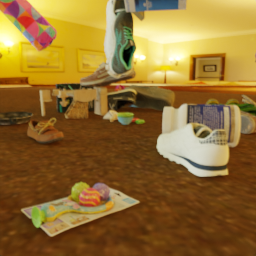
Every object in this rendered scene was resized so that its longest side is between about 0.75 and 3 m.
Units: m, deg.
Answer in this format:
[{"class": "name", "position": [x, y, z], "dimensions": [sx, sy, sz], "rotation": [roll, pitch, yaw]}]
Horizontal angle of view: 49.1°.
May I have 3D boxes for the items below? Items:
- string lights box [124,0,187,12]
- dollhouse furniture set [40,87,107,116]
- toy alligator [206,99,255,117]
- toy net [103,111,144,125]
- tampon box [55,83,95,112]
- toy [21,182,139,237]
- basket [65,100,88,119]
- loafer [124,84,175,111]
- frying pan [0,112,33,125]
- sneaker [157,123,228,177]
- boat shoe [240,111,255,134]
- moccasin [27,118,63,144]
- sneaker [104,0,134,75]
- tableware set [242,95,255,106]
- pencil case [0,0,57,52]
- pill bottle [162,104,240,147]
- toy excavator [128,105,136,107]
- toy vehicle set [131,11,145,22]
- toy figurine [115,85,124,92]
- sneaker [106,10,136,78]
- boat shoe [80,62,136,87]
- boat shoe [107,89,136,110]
[{"class": "string lights box", "position": [0.786, -3.758, 7.874], "dimensions": [1.692, 0.870, 0.499], "rotation": [1, -29, 8]}, {"class": "dollhouse furniture set", "position": [-2.190, -1.047, 12.049], "dimensions": [2.819, 1.248, 1.461], "rotation": [-8, 13, -29]}, {"class": "toy alligator", "position": [4.117, -0.553, 10.705], "dimensions": [2.937, 0.706, 0.974], "rotation": [1, 45, 9]}, {"class": "toy net", "position": [-0.264, -0.477, 11.222], "dimensions": [1.110, 0.408, 2.115], "rotation": [-6, 13, -29]}, {"class": "tampon box", "position": [-2.655, -1.547, 14.090], "dimensions": [1.847, 1.384, 1.166], "rotation": [-3, 12, -15]}, {"class": "toy", "position": [-0.635, 0.992, 3.944], "dimensions": [1.455, 0.343, 0.838], "rotation": [-10, 16, -43]}, {"class": "basket", "position": [-2.261, -0.907, 12.121], "dimensions": [0.941, 0.902, 1.264], "rotation": [-1, 11, -13]}, {"class": "loafer", "position": [1.135, -1.623, 14.527], "dimensions": [2.983, 1.134, 1.006], "rotation": [22, 50, 32]}, {"class": "frying pan", "position": [-4.119, -0.325, 10.479], "dimensions": [2.557, 0.416, 1.547], "rotation": [13, 18, 42]}, {"class": "sneaker", "position": [1.333, 0.307, 6.011], "dimensions": [0.858, 0.904, 2.246], "rotation": [-7, 11, -22]}, {"class": "boat shoe", "position": [3.791, -0.234, 9.479], "dimensions": [0.675, 0.712, 1.881], "rotation": [1, 20, -15]}, {"class": "moccasin", "position": [-2.354, 0.050, 7.921], "dimensions": [0.611, 0.644, 1.670], "rotation": [-8, 14, -35]}, {"class": "sneaker", "position": [-0.259, -3.243, 9.656], "dimensions": [1.063, 2.782, 1.120], "rotation": [-9, 7, -14]}, {"class": "tableware set", "position": [5.048, -0.749, 10.937], "dimensions": [1.428, 0.198, 1.710], "rotation": [44, 18, 20]}, {"class": "pencil case", "position": [-3.359, -3.630, 9.126], "dimensions": [1.026, 2.321, 1.026], "rotation": [-35, 22, 17]}, {"class": "pill bottle", "position": [1.891, -0.080, 7.418], "dimensions": [1.895, 1.096, 1.096], "rotation": [2, 11, 11]}, {"class": "toy excavator", "position": [0.899, -1.430, 15.659], "dimensions": [1.457, 0.749, 1.499], "rotation": [-11, 28, -38]}, {"class": "toy vehicle set", "position": [0.221, -3.943, 8.819], "dimensions": [0.155, 1.169, 0.726], "rotation": [-31, -48, 34]}, {"class": "toy figurine", "position": [-0.520, -1.892, 15.295], "dimensions": [0.916, 1.123, 1.220], "rotation": [-4, -25, 12]}, {"class": "sneaker", "position": [-0.051, -2.612, 8.658], "dimensions": [0.814, 2.099, 0.957], "rotation": [6, 2, -34]}, {"class": "boat shoe", "position": [-0.922, -2.380, 12.211], "dimensions": [2.547, 0.915, 0.965], "rotation": [-11, -1, 14]}, {"class": "boat shoe", "position": [-0.720, -1.312, 14.317], "dimensions": [2.384, 0.806, 0.856], "rotation": [-11, -26, 23]}]
